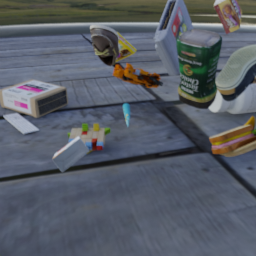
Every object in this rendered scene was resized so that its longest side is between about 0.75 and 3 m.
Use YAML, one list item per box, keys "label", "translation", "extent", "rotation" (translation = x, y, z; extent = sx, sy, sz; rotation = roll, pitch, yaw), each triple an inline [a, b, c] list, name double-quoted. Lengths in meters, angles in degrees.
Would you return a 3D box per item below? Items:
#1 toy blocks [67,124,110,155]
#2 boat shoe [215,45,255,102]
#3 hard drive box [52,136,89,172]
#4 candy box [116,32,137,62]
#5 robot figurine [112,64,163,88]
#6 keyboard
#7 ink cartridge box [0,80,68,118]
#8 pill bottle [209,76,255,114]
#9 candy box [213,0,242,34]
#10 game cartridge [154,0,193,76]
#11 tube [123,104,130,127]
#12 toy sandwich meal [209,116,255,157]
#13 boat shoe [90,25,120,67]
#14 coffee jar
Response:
- label: "toy blocks"
  translation: [-1.352, 0.456, 9.237]
  extent: [1.484, 0.742, 1.015]
  rotation: [-1, 37, 2]
- label: "boat shoe"
  translation: [3.852, -1.924, 9.450]
  extent: [1.039, 0.867, 2.786]
  rotation: [16, 53, 43]
- label: "hard drive box"
  translation: [-1.168, 0.515, 5.730]
  extent: [0.666, 0.328, 0.855]
  rotation: [-38, 7, -9]
- label: "candy box"
  translation: [-0.543, -3.581, 12.677]
  extent: [0.288, 1.116, 2.183]
  rotation: [-55, 21, -13]
- label: "robot figurine"
  translation: [0.359, -1.557, 8.579]
  extent: [1.521, 0.443, 1.103]
  rotation: [10, 0, -39]
- label: "keyboard"
  translation: [-4.269, -0.202, 11.085]
  extent: [0.597, 0.113, 2.121]
  rotation: [-21, 33, -36]
- label: "ink cartridge box"
  translation: [-4.224, -1.383, 12.608]
  extent: [2.341, 0.879, 1.929]
  rotation: [16, 29, 27]
- label: "pill bottle"
  translation: [4.814, -1.399, 11.823]
  extent: [2.760, 1.578, 1.578]
  rotation: [-7, 27, -14]
- label: "candy box"
  translation: [2.451, -2.881, 6.810]
  extent: [0.362, 0.749, 1.283]
  rotation: [-18, 29, 36]
- label: "game cartridge"
  translation: [1.420, -2.704, 8.233]
  extent: [0.459, 1.495, 2.246]
  rotation: [0, 55, 30]
- label: "tube"
  translation: [-0.025, -0.393, 8.282]
  extent: [0.210, 0.322, 0.832]
  rotation: [-5, 41, -2]
- label: "toy sandwich meal"
  translation: [1.968, 0.106, 4.782]
  extent: [1.234, 0.423, 1.234]
  rotation: [-28, -3, -2]
- label: "boat shoe"
  translation: [-0.813, -2.874, 9.977]
  extent: [0.938, 0.777, 2.611]
  rotation: [11, -1, 5]
- label: "coffee jar"
  translation: [1.444, -1.155, 5.811]
  extent: [0.830, 1.591, 0.679]
  rotation: [26, 55, 34]
